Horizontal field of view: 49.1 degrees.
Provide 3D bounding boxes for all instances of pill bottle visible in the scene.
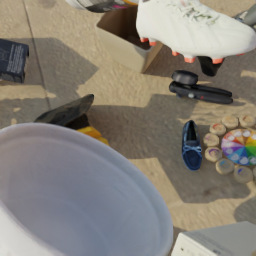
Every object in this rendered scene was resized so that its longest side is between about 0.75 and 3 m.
[{"bbox_3d":[-0.446,-3.385,6.107,1.552,1.552,2.667,-44,33,-18],"label":"pill bottle"}]

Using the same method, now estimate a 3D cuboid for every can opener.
[{"bbox_3d":[2.060,-1.025,7.914,1.883,0.740,0.597,18,58,-2],"label":"can opener"},{"bbox_3d":[2.140,-1.626,4.529,0.620,2.357,0.783,31,97,-2],"label":"can opener"}]

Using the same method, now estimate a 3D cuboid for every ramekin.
[{"bbox_3d":[-0.827,1.204,3.746,2.579,2.579,1.354,36,108,15],"label":"ramekin"}]

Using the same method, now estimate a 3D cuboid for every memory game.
[{"bbox_3d":[2.993,0.440,7.125,2.150,0.137,2.150,-6,49,7],"label":"memory game"}]

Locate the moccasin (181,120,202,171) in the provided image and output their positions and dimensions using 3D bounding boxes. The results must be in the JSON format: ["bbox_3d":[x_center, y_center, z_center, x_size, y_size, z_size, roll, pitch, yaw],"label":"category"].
[{"bbox_3d":[1.615,0.425,7.299,0.541,0.458,1.344,-5,66,-2],"label":"moccasin"}]

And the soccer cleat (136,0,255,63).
[{"bbox_3d":[0.861,-1.691,4.369,0.872,0.976,2.516,-20,34,-23],"label":"soccer cleat"}]

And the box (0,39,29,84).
[{"bbox_3d":[-2.721,-1.472,6.053,0.997,0.534,0.740,10,78,-17],"label":"box"}]

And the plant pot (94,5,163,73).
[{"bbox_3d":[0.235,-2.629,8.130,1.682,1.491,1.684,29,70,13],"label":"plant pot"}]

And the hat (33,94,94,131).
[{"bbox_3d":[-1.640,0.054,7.135,2.246,2.246,0.906,-37,114,-15],"label":"hat"}]

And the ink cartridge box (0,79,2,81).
[{"bbox_3d":[-4.572,-2.519,8.111,2.440,1.417,0.820,38,71,16],"label":"ink cartridge box"}]

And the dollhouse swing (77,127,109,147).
[{"bbox_3d":[-0.877,0.503,5.613,1.141,1.104,1.256,-17,62,-11],"label":"dollhouse swing"}]

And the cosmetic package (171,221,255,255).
[{"bbox_3d":[1.122,1.592,3.099,0.580,1.633,0.859,21,97,46],"label":"cosmetic package"}]

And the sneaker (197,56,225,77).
[{"bbox_3d":[1.982,-1.749,6.421,0.467,1.554,0.810,25,82,24],"label":"sneaker"}]
